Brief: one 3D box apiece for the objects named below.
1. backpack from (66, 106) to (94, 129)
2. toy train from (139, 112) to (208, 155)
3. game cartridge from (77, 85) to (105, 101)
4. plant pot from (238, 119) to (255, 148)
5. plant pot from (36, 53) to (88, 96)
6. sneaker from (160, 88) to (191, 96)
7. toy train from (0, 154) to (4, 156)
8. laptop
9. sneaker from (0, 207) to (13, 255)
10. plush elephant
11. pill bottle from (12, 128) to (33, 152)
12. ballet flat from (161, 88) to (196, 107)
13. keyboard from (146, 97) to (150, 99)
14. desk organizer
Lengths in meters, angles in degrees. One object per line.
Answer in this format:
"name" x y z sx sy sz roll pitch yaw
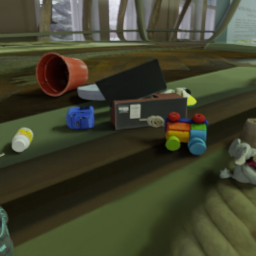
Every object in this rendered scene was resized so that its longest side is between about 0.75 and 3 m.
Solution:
"backpack" -1.841 -0.371 10.617 1.016 0.826 0.853 0 25 -2
"toy train" 1.418 0.217 9.196 2.312 0.978 1.338 4 36 10
"game cartridge" -1.318 -1.848 14.151 1.928 0.585 2.892 -13 16 -33
"plant pot" 4.216 0.139 9.415 0.901 0.782 0.901 1 22 0
"plant pot" -3.498 -3.010 15.634 2.261 2.261 2.199 10 16 24
"sneaker" 2.325 -1.788 14.420 1.666 0.625 0.962 -9 22 -18
"toy train" -4.051 1.065 7.558 0.759 0.555 1.311 -7 19 19
"laptop" 0.244 -2.063 12.600 2.694 1.668 2.878 -18 19 10
"sneaker" -2.705 1.751 5.401 0.778 0.818 2.065 -18 27 -33
"plush elephant" 3.112 0.837 7.309 1.359 1.052 1.119 2 22 4
"pill bottle" -3.447 0.402 9.088 0.525 0.525 0.931 -2 22 -5
"ballet flat" 2.131 -1.321 12.807 2.775 0.930 0.927 -15 25 -33
"keyboard" 1.225 -1.373 14.035 0.747 0.121 1.176 -16 27 -20
"desk organizer" 0.779 -0.733 11.233 2.954 1.059 1.137 -6 21 -16
